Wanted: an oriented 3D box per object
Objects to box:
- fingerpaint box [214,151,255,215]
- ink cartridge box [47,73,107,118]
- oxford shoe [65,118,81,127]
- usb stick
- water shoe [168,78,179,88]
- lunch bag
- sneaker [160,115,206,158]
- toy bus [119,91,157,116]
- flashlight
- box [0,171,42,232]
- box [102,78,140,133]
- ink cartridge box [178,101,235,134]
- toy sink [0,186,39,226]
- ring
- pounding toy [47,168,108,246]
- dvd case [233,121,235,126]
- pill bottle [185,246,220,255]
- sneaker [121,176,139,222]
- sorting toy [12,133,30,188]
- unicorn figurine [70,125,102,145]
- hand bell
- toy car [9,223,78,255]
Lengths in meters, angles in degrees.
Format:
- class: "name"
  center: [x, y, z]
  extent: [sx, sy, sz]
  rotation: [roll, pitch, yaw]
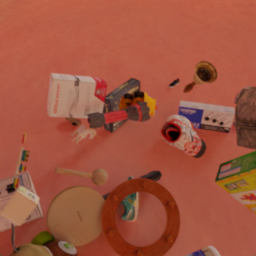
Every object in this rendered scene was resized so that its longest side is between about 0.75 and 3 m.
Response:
- class: "fingerpaint box"
  center: [3.656, 1.398, 7.353]
  extent: [1.682, 2.016, 0.740]
  rotation: [38, 54, -9]
- class: "ink cartridge box"
  center: [-1.912, -1.150, 10.290]
  extent: [1.976, 1.435, 0.824]
  rotation: [2, 26, -24]
- class: "oxford shoe"
  center: [-2.754, -0.333, 13.726]
  extent: [0.929, 0.327, 0.348]
  rotation: [18, 50, 21]
- class: "usb stick"
  center: [0.007, 2.292, 10.404]
  extent: [2.777, 0.770, 0.453]
  rotation: [-22, 78, -24]
- class: "water shoe"
  center: [2.659, -2.627, 16.334]
  extent: [0.316, 0.348, 0.883]
  rotation: [32, 50, 31]
- class: "lunch bag"
  center: [4.608, -0.352, 8.884]
  extent: [1.669, 2.009, 2.395]
  rotation: [-8, 8, -22]
- class: "sneaker"
  center: [1.712, 0.000, 10.212]
  extent: [1.396, 0.870, 2.605]
  rotation: [28, 18, -29]
- class: "toy bus"
  center: [0.482, -0.826, 11.087]
  extent: [1.341, 0.910, 1.287]
  rotation: [-3, -13, 44]
- class: "flashlight"
  center: [-0.303, -0.374, 9.312]
  extent: [2.033, 0.688, 0.691]
  rotation: [-12, 58, -12]
- class: "box"
  center: [-4.498, 2.682, 9.216]
  extent: [2.896, 1.689, 0.871]
  rotation: [-18, 44, -18]
- class: "box"
  center: [-0.287, -1.104, 13.467]
  extent: [0.589, 1.819, 2.307]
  rotation: [26, 48, 27]
- class: "ink cartridge box"
  center: [3.619, -0.515, 13.272]
  extent: [2.502, 1.176, 0.553]
  rotation: [9, 39, 10]
- class: "toy sink"
  center: [-2.292, 1.626, 6.076]
  extent: [0.518, 0.794, 0.445]
  rotation: [36, 21, -10]
- class: "ring"
  center: [0.438, 2.927, 9.072]
  extent: [2.617, 0.251, 2.617]
  rotation: [3, 70, -8]
- class: "pounding toy"
  center: [-1.735, 2.537, 9.480]
  extent: [1.935, 2.507, 1.163]
  rotation: [7, 0, -19]
- class: "dvd case"
  center: [6.101, 0.006, 13.434]
  extent: [1.247, 0.188, 1.708]
  rotation: [-22, 47, -24]
- class: "pill bottle"
  center: [1.145, 3.020, 5.478]
  extent: [1.520, 0.910, 0.910]
  rotation: [-19, 43, -6]
- class: "sneaker"
  center: [0.042, 2.460, 9.723]
  extent: [0.622, 0.605, 1.562]
  rotation: [2, 85, -9]
- class: "sorting toy"
  center: [-2.443, 0.745, 6.539]
  extent: [0.219, 0.624, 1.294]
  rotation: [11, 79, -17]
- class: "unicorn figurine"
  center: [-1.474, 0.199, 9.119]
  extent: [0.779, 0.419, 1.134]
  rotation: [-42, 43, 1]
- class: "hand bell"
  center: [2.333, -1.596, 9.856]
  extent: [0.824, 1.582, 0.824]
  rotation: [5, 71, -16]
- class: "toy car"
  center: [-2.344, 3.566, 7.388]
  extent: [2.245, 2.733, 2.156]
  rotation: [28, 48, 29]
